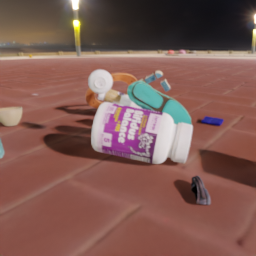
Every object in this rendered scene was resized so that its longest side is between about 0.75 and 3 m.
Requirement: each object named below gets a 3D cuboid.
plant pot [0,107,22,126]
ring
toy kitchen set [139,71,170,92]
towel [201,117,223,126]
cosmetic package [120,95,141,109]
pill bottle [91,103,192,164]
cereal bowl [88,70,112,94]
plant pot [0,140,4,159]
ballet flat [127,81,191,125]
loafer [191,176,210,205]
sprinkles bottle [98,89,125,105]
[{"bbox_3d":[-5.306,-0.487,12.560,1.119,0.751,1.119,-4,11,1],"label":"plant pot"},{"bbox_3d":[-0.838,-1.875,14.252,2.780,2.780,0.267,-8,61,-22],"label":"ring"},{"bbox_3d":[1.080,-1.764,12.060,1.165,0.933,0.686,-26,23,22],"label":"toy kitchen set"},{"bbox_3d":[3.898,-0.285,12.951,0.879,0.218,0.649,12,29,31],"label":"towel"},{"bbox_3d":[0.036,-0.553,11.409,0.606,1.492,0.842,24,22,35],"label":"cosmetic package"},{"bbox_3d":[0.457,0.225,8.937,2.958,1.660,1.660,11,20,9],"label":"pill bottle"},{"bbox_3d":[-0.921,-1.513,9.265,0.809,0.809,0.337,-2,14,-5],"label":"cereal bowl"},{"bbox_3d":[-5.247,0.245,9.171,2.011,1.614,2.011,1,19,0],"label":"plant pot"},{"bbox_3d":[1.060,-0.764,9.697,2.658,0.895,0.935,33,-2,-21],"label":"ballet flat"},{"bbox_3d":[1.775,1.578,7.193,0.345,0.394,1.096,-5,22,-3],"label":"loafer"},{"bbox_3d":[-0.394,-1.328,13.109,1.963,0.670,0.670,20,19,-4],"label":"sprinkles bottle"}]
